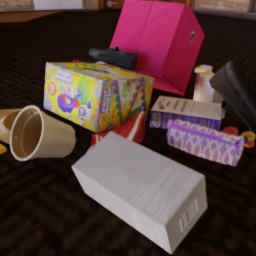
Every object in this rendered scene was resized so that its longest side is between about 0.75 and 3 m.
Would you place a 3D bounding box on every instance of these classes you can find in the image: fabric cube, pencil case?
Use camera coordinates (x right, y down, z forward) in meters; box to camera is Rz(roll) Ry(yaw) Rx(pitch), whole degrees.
[{"bbox_3d":[1.203,-3.367,12.034,2.871,2.862,2.817,19,0,30],"label":"fabric cube"},{"bbox_3d":[2.235,0.397,8.183,2.210,0.945,0.928,15,72,29],"label":"pencil case"}]

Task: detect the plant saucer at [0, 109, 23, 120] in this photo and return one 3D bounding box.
[{"bbox_3d":[-4.151,-0.276,10.104,1.267,0.307,1.267,-4,30,-7],"label":"plant saucer"}]

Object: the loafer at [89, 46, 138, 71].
[{"bbox_3d":[-0.564,-2.813,10.897,2.066,0.725,0.702,20,6,20],"label":"loafer"}]

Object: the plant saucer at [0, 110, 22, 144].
[{"bbox_3d":[-3.492,-0.119,9.443,1.850,0.327,1.850,6,36,-5],"label":"plant saucer"}]

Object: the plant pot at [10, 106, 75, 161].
[{"bbox_3d":[-2.279,0.262,7.855,1.474,1.474,1.349,27,5,39],"label":"plant pot"}]

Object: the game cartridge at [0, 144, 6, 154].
[{"bbox_3d":[-4.317,0.700,8.499,0.797,0.147,0.904,22,35,35],"label":"game cartridge"}]

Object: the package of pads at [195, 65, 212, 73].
[{"bbox_3d":[4.184,-3.217,15.469,0.643,0.284,0.833,22,37,37],"label":"package of pads"}]

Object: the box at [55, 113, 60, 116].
[{"bbox_3d":[-2.382,-0.810,11.145,0.841,0.229,1.050,-1,29,-1],"label":"box"}]

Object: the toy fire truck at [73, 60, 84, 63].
[{"bbox_3d":[-2.400,-3.212,15.165,1.227,0.688,1.031,22,17,32],"label":"toy fire truck"}]

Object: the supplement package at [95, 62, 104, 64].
[{"bbox_3d":[-1.009,-2.483,13.273,1.094,1.102,1.452,21,35,32],"label":"supplement package"}]

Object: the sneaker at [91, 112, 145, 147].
[{"bbox_3d":[-0.323,0.123,8.723,1.445,0.980,2.502,9,29,13],"label":"sneaker"}]

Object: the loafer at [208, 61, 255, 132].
[{"bbox_3d":[3.588,-0.895,9.139,1.059,2.969,1.084,-18,37,38],"label":"loafer"}]

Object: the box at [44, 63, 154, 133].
[{"bbox_3d":[-1.040,-1.240,9.864,2.732,1.667,2.632,23,23,35],"label":"box"}]

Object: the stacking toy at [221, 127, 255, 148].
[{"bbox_3d":[3.357,0.453,8.851,0.933,0.435,1.031,-35,35,-21],"label":"stacking toy"}]

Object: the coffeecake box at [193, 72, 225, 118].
[{"bbox_3d":[3.196,-1.313,10.929,0.627,1.318,1.717,-4,29,-8],"label":"coffeecake box"}]

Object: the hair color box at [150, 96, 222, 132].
[{"bbox_3d":[2.074,-0.443,9.940,2.339,0.758,1.279,11,32,17],"label":"hair color box"}]

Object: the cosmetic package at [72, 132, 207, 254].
[{"bbox_3d":[0.197,1.263,6.184,2.669,1.204,1.426,24,54,39],"label":"cosmetic package"}]
